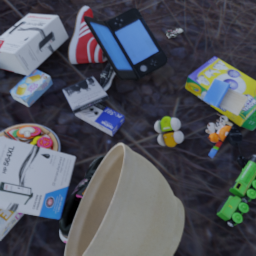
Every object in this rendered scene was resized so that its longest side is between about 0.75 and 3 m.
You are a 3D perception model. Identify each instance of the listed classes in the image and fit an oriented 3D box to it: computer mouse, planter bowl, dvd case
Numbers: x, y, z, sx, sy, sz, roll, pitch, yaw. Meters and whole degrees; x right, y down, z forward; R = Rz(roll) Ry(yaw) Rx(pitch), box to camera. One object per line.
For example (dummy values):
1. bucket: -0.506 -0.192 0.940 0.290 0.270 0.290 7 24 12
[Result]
1. computer mouse: 3.401 0.627 8.754 0.524 0.304 1.788 1 61 -20
2. planter bowl: 0.034 1.857 5.837 1.746 2.594 2.594 28 58 -13
3. dvd case: -1.493 -1.155 9.509 1.228 0.202 1.634 -25 40 -9

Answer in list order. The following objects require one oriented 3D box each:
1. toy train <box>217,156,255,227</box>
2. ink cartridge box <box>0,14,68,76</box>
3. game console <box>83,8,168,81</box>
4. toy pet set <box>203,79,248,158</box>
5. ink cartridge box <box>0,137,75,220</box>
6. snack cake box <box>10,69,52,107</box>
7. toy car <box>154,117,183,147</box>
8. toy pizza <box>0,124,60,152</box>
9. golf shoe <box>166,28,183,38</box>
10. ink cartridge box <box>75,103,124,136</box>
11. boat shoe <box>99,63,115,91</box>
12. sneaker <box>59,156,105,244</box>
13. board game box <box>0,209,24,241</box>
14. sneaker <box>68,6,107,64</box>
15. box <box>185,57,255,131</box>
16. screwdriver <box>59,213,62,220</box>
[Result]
1. toy train: 3.276 1.691 7.862 0.663 0.490 2.350 36 65 15
2. ink cartridge box: -3.712 -3.198 10.504 1.725 1.001 2.391 17 56 31
3. game console: 0.014 -2.938 9.492 2.135 1.413 2.428 -30 86 -6
4. toy pet set: 2.463 -0.332 7.947 1.071 2.017 1.883 30 103 17
5. ink cartridge box: -2.660 1.262 7.029 2.238 0.944 1.634 17 72 -18
6. snack cake box: -3.415 -1.431 9.941 0.742 0.434 1.291 26 61 17
7. toy car: 1.341 0.096 8.712 0.710 0.829 0.947 -18 95 -51
8. toy pizza: -3.097 0.588 8.207 2.143 0.339 2.143 3 46 -3
9. golf shoe: 1.954 -3.941 11.702 0.763 0.294 0.336 -14 80 -8
10. ink cartridge box: -0.960 -0.403 9.329 1.551 0.343 0.729 28 61 17
11. boat shoe: -0.790 -1.836 9.995 0.454 0.429 1.266 8 62 42
12. sneaker: -1.009 1.805 7.465 1.014 1.090 2.524 17 58 9
13. board game box: -3.407 1.776 7.782 1.593 0.405 2.369 28 57 16
14. sneaker: -1.303 -3.636 11.029 1.580 1.000 2.809 4 64 6
15. box: 3.543 -1.214 9.626 1.618 0.667 2.759 -38 65 -24
16. screwdriver: -2.360 2.211 7.790 1.436 0.200 0.209 19 89 19
